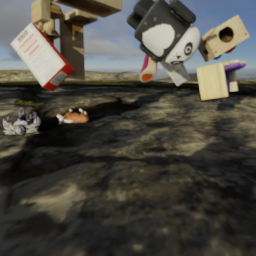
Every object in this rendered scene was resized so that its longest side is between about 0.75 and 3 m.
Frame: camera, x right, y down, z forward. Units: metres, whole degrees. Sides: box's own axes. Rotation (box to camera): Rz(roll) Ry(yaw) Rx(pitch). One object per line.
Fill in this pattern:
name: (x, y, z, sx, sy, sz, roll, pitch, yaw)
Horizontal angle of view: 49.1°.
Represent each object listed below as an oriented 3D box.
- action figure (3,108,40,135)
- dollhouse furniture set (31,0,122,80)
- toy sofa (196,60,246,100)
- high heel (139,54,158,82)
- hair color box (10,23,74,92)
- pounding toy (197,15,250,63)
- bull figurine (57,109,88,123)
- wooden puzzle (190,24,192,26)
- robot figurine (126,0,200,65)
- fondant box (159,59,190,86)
action figure: (-3.561, -0.187, 9.496, 1.172, 0.625, 1.801, 6, 15, -11)
dollhouse furniture set: (-1.812, -3.131, 9.663, 2.946, 2.400, 2.802, 1, 3, 44)
toy sofa: (3.630, -1.809, 10.475, 1.376, 1.168, 2.820, -6, 8, 29)
high heel: (1.063, -3.200, 13.472, 0.777, 1.108, 2.304, 8, -29, -14)
hair color box: (-2.878, -2.360, 9.353, 2.143, 1.088, 0.656, 51, 8, 18)
pounding toy: (2.974, -2.843, 9.759, 2.173, 0.994, 1.909, -31, 5, 3)
bull figurine: (-2.144, -0.425, 10.881, 1.188, 0.387, 0.721, 4, 37, -8)
wooden puzzle: (2.610, -4.061, 12.098, 0.686, 1.017, 0.119, 19, 61, 47)
robot figurine: (1.089, -2.926, 8.535, 2.287, 1.427, 1.718, 37, 2, -6)
fondant box: (1.551, -2.890, 10.997, 0.634, 1.571, 2.178, -29, -40, 21)
